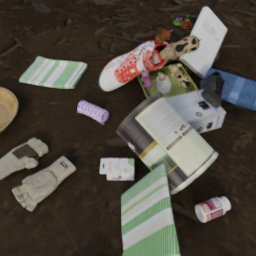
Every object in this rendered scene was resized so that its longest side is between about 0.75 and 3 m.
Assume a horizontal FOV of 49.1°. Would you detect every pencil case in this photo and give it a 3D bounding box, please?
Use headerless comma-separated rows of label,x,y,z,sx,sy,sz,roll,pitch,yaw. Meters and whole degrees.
pencil case,-1.265,-0.562,10.052,1.187,0.507,0.498,26,21,23

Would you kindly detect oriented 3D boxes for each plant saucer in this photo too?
plant saucer,1.479,-1.618,10.907,1.886,0.451,1.883,-16,47,-3
plant saucer,-5.325,-0.367,9.810,2.961,0.524,2.961,0,47,0

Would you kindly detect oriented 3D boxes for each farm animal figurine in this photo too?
farm animal figurine,1.491,-2.225,9.675,1.762,2.182,1.097,12,10,-7

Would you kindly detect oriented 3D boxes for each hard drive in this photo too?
hard drive,3.039,-3.360,11.195,0.302,1.516,2.298,18,81,55

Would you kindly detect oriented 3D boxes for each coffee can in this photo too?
coffee can,1.046,0.412,7.749,1.683,1.683,2.300,-37,79,-29

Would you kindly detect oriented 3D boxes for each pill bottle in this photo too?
pill bottle,2.261,2.154,7.470,0.849,0.480,0.480,-16,49,-14

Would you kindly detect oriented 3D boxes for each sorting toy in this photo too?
sorting toy,2.939,-5.657,14.833,0.688,0.470,1.145,-30,53,-25

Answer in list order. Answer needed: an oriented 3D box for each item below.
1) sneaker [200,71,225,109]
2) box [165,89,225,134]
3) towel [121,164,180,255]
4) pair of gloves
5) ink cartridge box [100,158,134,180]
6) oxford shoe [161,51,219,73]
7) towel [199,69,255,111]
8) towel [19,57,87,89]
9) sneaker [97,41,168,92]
sneaker,2.915,-1.361,9.504,0.653,0.781,1.720,27,39,-20
box,1.896,-0.424,9.721,2.438,0.733,1.422,-14,48,-13
towel,0.436,2.333,6.563,0.288,1.879,2.463,24,41,-26
pair of gloves,-2.899,1.271,8.380,2.168,0.380,1.844,29,52,25
ink cartridge box,-0.329,1.244,8.419,1.006,0.338,0.589,1,48,0
oxford shoe,2.625,-2.826,11.988,2.651,0.963,1.119,-5,61,0
towel,4.058,-1.441,10.789,2.439,0.592,1.362,24,52,20
towel,-3.122,-2.347,11.855,2.345,0.274,1.789,11,48,10
sneaker,0.233,-2.361,10.644,2.969,0.991,1.591,-37,25,-10
